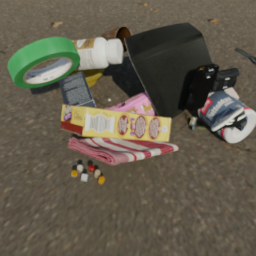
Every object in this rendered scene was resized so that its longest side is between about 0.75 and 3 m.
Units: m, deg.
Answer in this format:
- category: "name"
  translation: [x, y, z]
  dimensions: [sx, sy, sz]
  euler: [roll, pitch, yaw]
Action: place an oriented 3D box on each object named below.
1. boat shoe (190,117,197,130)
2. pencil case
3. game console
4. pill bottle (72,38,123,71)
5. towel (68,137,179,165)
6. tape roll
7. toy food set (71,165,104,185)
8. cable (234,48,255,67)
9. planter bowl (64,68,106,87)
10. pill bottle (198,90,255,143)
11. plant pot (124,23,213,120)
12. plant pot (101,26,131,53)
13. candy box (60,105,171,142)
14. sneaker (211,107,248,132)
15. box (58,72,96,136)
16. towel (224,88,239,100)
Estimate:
- category: "boat shoe"
  translation: [2.625, -0.159, 11.333]
  dimensions: [0.269, 0.294, 0.787]
  euler: [6, 32, 13]
- category: "pencil case"
  translation: [0.488, -0.818, 10.783]
  dimensions: [2.869, 1.241, 1.188]
  euler: [-29, 27, -9]
- category: "game console"
  translation: [3.159, -1.565, 10.249]
  dimensions: [2.806, 1.655, 0.338]
  euler: [-17, 44, -37]
- category: "pill bottle"
  translation: [-1.356, -3.038, 11.485]
  dimensions: [2.141, 1.224, 1.224]
  euler: [-1, 39, 17]
- category: "towel"
  translation: [-0.075, 0.552, 8.853]
  dimensions: [2.152, 0.340, 2.988]
  euler: [15, 14, 43]
- category: "tape roll"
  translation: [-2.980, -2.285, 10.098]
  dimensions: [2.507, 2.507, 0.602]
  euler: [-23, 83, -24]
- category: "toy food set"
  translation: [-1.280, 1.509, 8.975]
  dimensions: [1.047, 0.471, 0.500]
  euler: [9, 61, -7]
- category: "cable"
  translation: [4.852, -2.645, 11.097]
  dimensions: [0.845, 0.438, 1.739]
  euler: [-19, 46, -42]
- category: "planter bowl"
  translation: [-2.205, -2.580, 13.581]
  dimensions: [2.364, 0.985, 2.364]
  euler: [-1, 41, 0]
- category: "pill bottle"
  translation: [3.618, -0.670, 10.998]
  dimensions: [1.455, 1.455, 2.433]
  euler: [-18, 43, -20]
- category: "plant pot"
  translation: [1.742, -2.428, 10.999]
  dimensions: [2.627, 2.961, 2.954]
  euler: [-24, 30, 10]
- category: "plant pot"
  translation: [-0.644, -4.044, 12.809]
  dimensions: [1.203, 1.124, 1.124]
  euler: [14, 40, 39]
- category: "candy box"
  translation: [-0.345, -0.124, 8.356]
  dimensions: [2.871, 0.811, 1.675]
  euler: [4, 4, -33]
- category: "sneaker"
  translation: [3.459, -0.070, 9.347]
  dimensions: [1.257, 0.703, 0.459]
  euler: [-35, 10, 1]
- category: "box"
  translation: [-1.793, -0.925, 10.558]
  dimensions: [1.023, 1.418, 1.910]
  euler: [-20, 47, -4]
- category: "towel"
  translation: [4.357, -1.704, 13.160]
  dimensions: [1.260, 0.213, 1.320]
  euler: [-4, 41, -3]
